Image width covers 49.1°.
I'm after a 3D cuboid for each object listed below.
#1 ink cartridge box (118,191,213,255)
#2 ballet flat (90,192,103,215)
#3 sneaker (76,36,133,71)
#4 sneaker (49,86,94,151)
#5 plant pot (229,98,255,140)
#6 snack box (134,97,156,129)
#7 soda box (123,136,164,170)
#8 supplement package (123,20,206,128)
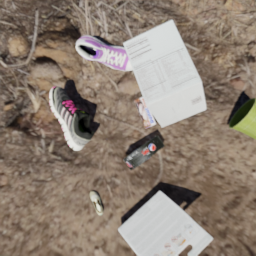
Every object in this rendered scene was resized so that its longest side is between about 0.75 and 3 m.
[{"bbox_3d":[1.149,3.505,9.045,2.036,0.601,2.544,-38,40,-14],"label":"ink cartridge box"},{"bbox_3d":[-1.138,2.721,10.231,0.317,0.293,0.941,-26,70,-10],"label":"ballet flat"},{"bbox_3d":[-0.847,-2.883,11.468,2.730,0.989,1.556,17,23,-7],"label":"sneaker"},{"bbox_3d":[-2.074,-0.509,10.733,1.153,0.972,2.636,-26,85,28],"label":"sneaker"},{"bbox_3d":[5.003,-0.163,10.952,1.416,1.491,1.491,37,72,0],"label":"plant pot"},{"bbox_3d":[0.696,-0.647,11.648,0.478,0.162,1.329,-22,69,3],"label":"snack box"},{"bbox_3d":[0.612,0.947,10.638,1.571,0.497,0.556,-33,84,-23],"label":"soda box"},{"bbox_3d":[1.459,-1.907,10.644,2.004,2.606,2.725,-23,68,11],"label":"supplement package"}]
